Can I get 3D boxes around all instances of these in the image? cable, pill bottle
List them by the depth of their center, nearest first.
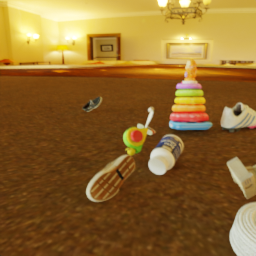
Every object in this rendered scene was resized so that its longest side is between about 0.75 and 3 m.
[{"bbox_3d":[2.612,1.863,4.593,1.771,0.613,1.771,10,19,29],"label":"cable"},{"bbox_3d":[1.055,0.766,7.944,0.694,0.694,1.249,9,31,27],"label":"pill bottle"}]

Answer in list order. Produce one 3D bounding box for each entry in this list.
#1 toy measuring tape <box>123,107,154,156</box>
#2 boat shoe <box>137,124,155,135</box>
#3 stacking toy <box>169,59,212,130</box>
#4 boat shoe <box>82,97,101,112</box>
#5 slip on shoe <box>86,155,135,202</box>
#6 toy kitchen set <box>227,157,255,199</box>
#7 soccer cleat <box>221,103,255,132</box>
[{"bbox_3d":[0.278,0.015,8.645,0.654,0.654,1.778,8,63,25],"label":"toy measuring tape"},{"bbox_3d":[0.703,0.054,10.964,0.779,0.277,0.244,28,31,34],"label":"boat shoe"},{"bbox_3d":[2.465,-1.336,11.237,1.534,2.795,1.622,0,6,-1],"label":"stacking toy"},{"bbox_3d":[-1.832,-1.218,14.256,1.145,0.411,0.387,-32,-34,22],"label":"boat shoe"},{"bbox_3d":[-0.455,1.164,6.570,0.491,0.616,1.622,-17,17,41],"label":"slip on shoe"},{"bbox_3d":[2.837,0.975,5.514,1.222,1.103,0.997,-33,49,8],"label":"toy kitchen set"},{"bbox_3d":[4.927,-0.515,11.611,2.553,1.102,0.892,-9,19,-29],"label":"soccer cleat"}]
